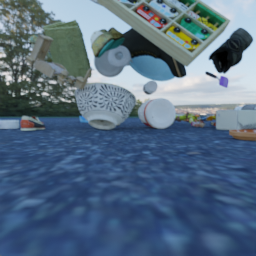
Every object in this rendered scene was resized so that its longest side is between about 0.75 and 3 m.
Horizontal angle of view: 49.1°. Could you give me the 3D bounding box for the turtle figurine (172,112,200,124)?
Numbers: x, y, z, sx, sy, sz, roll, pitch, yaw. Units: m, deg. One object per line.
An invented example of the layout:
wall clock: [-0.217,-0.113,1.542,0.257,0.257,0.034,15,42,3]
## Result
turtle figurine: [2.714,-0.448,13.111,1.530,0.611,1.898,1,3,19]

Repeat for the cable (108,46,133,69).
cable: [-0.344,-2.757,10.947,0.882,0.882,0.305,-22,-7,1]

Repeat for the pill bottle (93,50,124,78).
pill bottle: [-0.702,-3.455,13.313,1.412,1.412,2.441,0,31,9]

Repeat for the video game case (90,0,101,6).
video game case: [0.309,-3.777,9.435,2.552,0.292,2.323,34,25,23]

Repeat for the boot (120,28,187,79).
boot: [0.891,-2.896,11.099,1.994,2.883,1.117,-28,-12,19]

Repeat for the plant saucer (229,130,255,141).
plant saucer: [2.627,0.146,5.678,1.093,0.176,1.093,0,4,0]

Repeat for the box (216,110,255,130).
box: [3.731,-0.281,9.423,1.892,0.647,0.777,-3,4,-44]

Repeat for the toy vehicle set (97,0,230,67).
toy vehicle set: [0.882,-2.922,7.019,2.885,1.793,0.383,39,-27,11]

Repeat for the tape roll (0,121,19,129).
tape roll: [-4.281,-0.120,9.915,0.792,0.277,0.792,0,3,0]

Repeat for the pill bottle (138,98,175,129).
pill bottle: [0.971,-0.533,10.299,1.058,1.058,1.931,0,3,-8]

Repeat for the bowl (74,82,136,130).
bowl: [-0.777,-0.536,8.897,2.011,0.944,2.011,6,-21,2]

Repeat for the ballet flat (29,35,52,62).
ballet flat: [-3.888,-3.376,12.382,0.519,0.519,1.468,1,-35,22]

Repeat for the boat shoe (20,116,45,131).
boat shoe: [-3.036,-0.147,8.975,0.493,0.433,1.385,-2,1,5]

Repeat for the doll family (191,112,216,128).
doll family: [3.076,-0.321,10.680,1.331,0.600,0.826,-1,3,-16]

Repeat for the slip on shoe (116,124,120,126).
slip on shoe: [-0.934,-0.274,12.292,1.142,0.346,0.434,0,3,-8]

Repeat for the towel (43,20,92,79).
towel: [-2.343,-3.010,11.078,1.696,2.286,0.417,3,33,25]

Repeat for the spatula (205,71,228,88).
spatula: [3.761,-2.112,11.870,1.615,0.456,0.166,13,-2,-40]

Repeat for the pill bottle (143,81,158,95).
pill bottle: [0.929,-1.679,11.693,0.525,0.525,0.906,0,0,-7]

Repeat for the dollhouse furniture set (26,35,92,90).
dollhouse furniture set: [-1.963,-1.847,7.878,1.750,0.775,0.907,33,18,9]

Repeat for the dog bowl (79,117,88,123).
dog bowl: [-2.369,-0.514,16.972,0.826,0.367,1.482,-3,5,-43]

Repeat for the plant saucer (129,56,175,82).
plant saucer: [0.982,-3.162,12.413,2.939,2.939,0.566,-1,-24,-23]

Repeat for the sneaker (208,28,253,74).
sneaker: [2.963,-2.142,8.591,1.195,0.797,2.085,-42,-7,3]

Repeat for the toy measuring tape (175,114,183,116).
toy measuring tape: [2.170,-0.647,15.439,0.858,0.858,2.333,3,4,41]

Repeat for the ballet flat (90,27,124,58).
ballet flat: [-0.719,-2.571,8.225,0.754,0.754,2.134,1,25,17]

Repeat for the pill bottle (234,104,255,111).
pill bottle: [6.127,-0.679,13.864,0.988,0.988,1.706,-1,4,-24]
